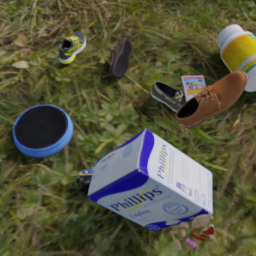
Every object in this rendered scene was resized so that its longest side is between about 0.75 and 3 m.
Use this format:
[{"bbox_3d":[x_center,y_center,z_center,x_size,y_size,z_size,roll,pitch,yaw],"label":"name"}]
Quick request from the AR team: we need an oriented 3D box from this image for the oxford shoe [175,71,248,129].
[{"bbox_3d":[2.832,-0.989,9.619,2.769,0.987,0.988,-41,56,18],"label":"oxford shoe"}]

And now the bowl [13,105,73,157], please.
[{"bbox_3d":[-3.280,0.046,10.709,2.233,0.438,2.233,0,57,0],"label":"bowl"}]

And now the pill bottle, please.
[{"bbox_3d":[4.992,-3.078,12.063,1.593,1.593,2.825,-14,57,-9],"label":"pill bottle"}]

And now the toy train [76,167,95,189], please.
[{"bbox_3d":[-0.269,1.612,9.588,2.992,0.510,0.685,-2,51,-5],"label":"toy train"}]

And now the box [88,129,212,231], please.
[{"bbox_3d":[0.604,1.604,7.800,2.564,2.358,1.345,33,45,-21],"label":"box"}]

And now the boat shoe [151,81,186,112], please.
[{"bbox_3d":[1.890,-1.225,11.414,2.137,0.639,0.764,30,62,18],"label":"boat shoe"}]

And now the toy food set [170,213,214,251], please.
[{"bbox_3d":[1.677,2.636,7.048,1.129,0.178,0.718,-25,84,11],"label":"toy food set"}]

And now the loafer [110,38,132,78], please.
[{"bbox_3d":[-0.398,-3.098,12.713,0.756,0.777,2.129,-10,50,39],"label":"loafer"}]

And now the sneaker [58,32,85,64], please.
[{"bbox_3d":[-2.579,-3.897,13.032,0.767,0.871,2.059,15,58,9],"label":"sneaker"}]

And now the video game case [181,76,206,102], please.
[{"bbox_3d":[2.698,-1.463,11.234,0.944,0.115,1.320,-3,73,-13],"label":"video game case"}]
